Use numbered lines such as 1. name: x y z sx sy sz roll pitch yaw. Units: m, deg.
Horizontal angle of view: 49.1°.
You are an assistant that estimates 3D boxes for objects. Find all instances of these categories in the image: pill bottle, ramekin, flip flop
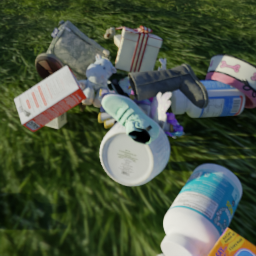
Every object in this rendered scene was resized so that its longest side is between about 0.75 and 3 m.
1. pill bottle: 1.846 2.217 7.172 1.428 1.428 2.578 24 47 25
2. ramekin: 0.128 0.700 7.828 1.918 1.918 1.007 15 20 16
3. pill bottle: 3.069 -1.149 11.083 2.605 1.462 1.462 -2 41 -2
4. flip flop: -2.590 -1.810 10.035 1.170 2.884 0.830 3 66 0

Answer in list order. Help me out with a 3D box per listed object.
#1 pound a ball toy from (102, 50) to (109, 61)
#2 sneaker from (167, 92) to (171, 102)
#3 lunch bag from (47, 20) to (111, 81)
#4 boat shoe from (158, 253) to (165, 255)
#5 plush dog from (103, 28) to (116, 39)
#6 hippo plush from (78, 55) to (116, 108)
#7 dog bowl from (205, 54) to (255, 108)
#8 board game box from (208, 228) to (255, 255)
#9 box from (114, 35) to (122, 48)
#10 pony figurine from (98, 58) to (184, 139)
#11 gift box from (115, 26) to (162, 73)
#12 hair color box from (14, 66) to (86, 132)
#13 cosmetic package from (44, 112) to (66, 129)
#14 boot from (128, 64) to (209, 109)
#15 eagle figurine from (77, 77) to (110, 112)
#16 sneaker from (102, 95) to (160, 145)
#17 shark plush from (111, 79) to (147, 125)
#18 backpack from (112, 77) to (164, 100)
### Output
1. pound a ball toy: -0.799 -2.503 10.694 0.389 0.915 0.596 28 89 7
2. sneaker: 1.771 -1.447 11.986 1.673 0.737 0.630 -4 42 -3
3. lunch bag: -2.220 -3.247 12.208 2.465 2.067 1.717 33 50 -18
4. boat shoe: 0.764 3.244 6.849 0.808 0.277 0.291 -15 43 -17
5. plush dog: -1.146 -5.704 17.194 0.711 0.664 0.827 -35 21 -16
6. hippo plush: -0.900 -1.640 9.818 1.401 1.414 1.759 44 49 1
7. dog bowl: 4.280 -1.761 11.162 2.677 2.677 0.987 32 91 32
8. board game box: 1.999 3.532 5.104 1.909 1.909 1.911 31 44 30
9. box: -0.350 -4.959 16.290 0.565 0.462 1.189 -14 43 -16
10. pony figurine: 0.508 -0.595 9.350 2.915 2.814 2.428 3 49 7
11. gift box: 0.264 -3.071 10.804 1.802 1.683 1.663 12 21 -12
12. hair color box: -2.324 -0.859 8.348 1.927 0.616 1.068 -31 58 1
13. cosmetic package: -3.310 -0.645 10.872 1.746 0.918 0.621 15 32 15
14. boot: 1.184 -1.136 8.396 1.989 0.722 1.809 -13 56 -22
15. eagle figurine: -1.563 -1.584 11.657 1.391 1.384 1.834 8 62 23
16. sneaker: -0.005 -0.223 6.569 1.637 0.602 0.965 34 20 5
17. shark plush: -0.036 -0.078 8.672 1.167 2.803 1.273 -12 25 41
18. backpack: 0.234 -1.029 10.893 2.073 1.589 1.822 -30 52 -19
